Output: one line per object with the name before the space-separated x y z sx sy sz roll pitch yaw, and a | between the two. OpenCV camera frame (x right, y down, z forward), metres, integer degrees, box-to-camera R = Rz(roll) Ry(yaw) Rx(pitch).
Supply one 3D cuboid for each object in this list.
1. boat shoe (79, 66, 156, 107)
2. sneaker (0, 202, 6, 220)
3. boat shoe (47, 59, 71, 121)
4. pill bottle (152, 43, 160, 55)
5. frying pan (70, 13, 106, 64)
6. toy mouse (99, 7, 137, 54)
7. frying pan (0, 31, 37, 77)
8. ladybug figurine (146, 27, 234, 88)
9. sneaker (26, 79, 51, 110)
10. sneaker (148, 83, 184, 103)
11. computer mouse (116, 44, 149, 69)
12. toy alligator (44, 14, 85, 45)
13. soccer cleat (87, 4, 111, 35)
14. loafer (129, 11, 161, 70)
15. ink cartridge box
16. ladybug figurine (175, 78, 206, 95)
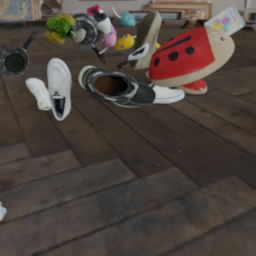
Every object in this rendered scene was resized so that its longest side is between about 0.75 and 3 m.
boat shoe | -0.130 -1.034 7.788 2.449 0.880 0.828 13 6 -36
sneaker | -2.883 1.921 6.067 0.470 0.407 1.086 -8 28 -26
boat shoe | -1.940 -1.033 7.929 0.655 1.779 0.581 -2 35 3
pill bottle | 1.269 -3.043 11.993 1.441 0.787 0.787 43 37 4
frying pan | -1.819 -3.700 11.964 1.433 2.368 0.385 3 44 9
toy mouse | -0.317 -4.025 11.657 2.375 2.111 0.460 -37 59 -17
frying pan | -3.552 -2.399 8.906 0.973 1.608 0.262 14 -7 -2
ladybug figurine | 1.438 -1.817 7.029 2.276 0.819 1.545 -22 41 20
sneaker | -2.209 -0.802 7.063 0.364 0.987 0.570 -19 68 5
sneaker | 1.382 -1.591 12.447 2.381 0.843 0.870 -7 28 -13
computer mouse | 0.190 -2.115 8.366 1.118 0.245 0.613 -29 8 24
toy alligator | -2.271 -3.421 9.518 0.706 0.974 2.938 31 -1 -36
soccer cleat | -0.733 -2.679 6.971 0.399 0.493 1.142 -26 44 -2
loafer | 0.674 -3.012 9.824 0.710 2.080 0.787 5 30 -34
ink cartridge box | 2.945 -3.236 9.138 1.437 0.746 0.426 -31 1 15
ladybug figurine | 3.055 -2.237 13.820 1.416 0.750 2.086 -12 29 -22
